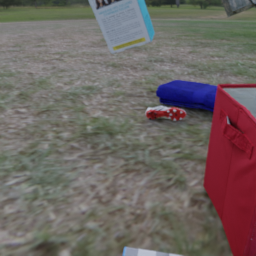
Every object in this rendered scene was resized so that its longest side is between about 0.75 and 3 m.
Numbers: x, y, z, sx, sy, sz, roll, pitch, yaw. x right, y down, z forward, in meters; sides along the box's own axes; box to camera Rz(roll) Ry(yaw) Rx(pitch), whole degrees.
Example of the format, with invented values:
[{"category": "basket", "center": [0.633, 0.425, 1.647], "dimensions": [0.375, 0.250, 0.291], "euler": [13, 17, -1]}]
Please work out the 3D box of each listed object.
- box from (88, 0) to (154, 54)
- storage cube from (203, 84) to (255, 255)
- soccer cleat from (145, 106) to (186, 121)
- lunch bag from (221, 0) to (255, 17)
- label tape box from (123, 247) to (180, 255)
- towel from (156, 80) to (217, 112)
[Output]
[{"category": "box", "center": [-0.299, -2.714, 5.485], "dimensions": [0.951, 2.310, 0.568], "euler": [-11, 33, 21]}, {"category": "storage cube", "center": [2.626, 0.657, 4.385], "dimensions": [2.474, 2.224, 2.115], "euler": [0, 25, -2]}, {"category": "soccer cleat", "center": [1.183, -0.492, 8.871], "dimensions": [1.269, 0.436, 0.541], "euler": [-1, 29, 8]}, {"category": "lunch bag", "center": [4.216, -4.915, 10.463], "dimensions": [1.263, 1.036, 0.743], "euler": [-21, 0, 0]}, {"category": "label tape box", "center": [0.889, 2.213, 2.875], "dimensions": [2.204, 0.728, 1.579], "euler": [3, 26, 10]}, {"category": "towel", "center": [2.612, -1.103, 9.963], "dimensions": [2.803, 0.695, 2.070], "euler": [16, 23, 30]}]
